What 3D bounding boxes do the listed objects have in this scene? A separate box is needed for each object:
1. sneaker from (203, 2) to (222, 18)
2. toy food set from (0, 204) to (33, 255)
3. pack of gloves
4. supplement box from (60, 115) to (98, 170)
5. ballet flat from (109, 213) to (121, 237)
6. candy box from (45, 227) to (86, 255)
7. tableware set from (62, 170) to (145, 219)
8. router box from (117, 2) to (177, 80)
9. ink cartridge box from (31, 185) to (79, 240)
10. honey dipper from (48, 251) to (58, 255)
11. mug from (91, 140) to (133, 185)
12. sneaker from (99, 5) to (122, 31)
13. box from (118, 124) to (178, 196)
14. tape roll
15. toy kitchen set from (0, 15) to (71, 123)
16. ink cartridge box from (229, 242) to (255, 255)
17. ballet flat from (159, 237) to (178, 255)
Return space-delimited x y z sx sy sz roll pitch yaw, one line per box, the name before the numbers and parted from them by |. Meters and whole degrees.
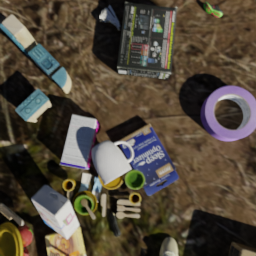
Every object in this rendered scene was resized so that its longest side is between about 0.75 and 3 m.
sneaker | 3.530 -4.940 11.666 0.907 0.348 0.380 38 62 4
toy food set | -3.842 4.171 9.775 1.662 0.923 2.825 8 90 38
pack of gloves | -1.438 2.255 10.553 0.808 0.190 0.962 12 81 1
supplement box | -1.781 0.557 10.440 0.961 0.941 1.860 10 81 2
ballet flat | -0.495 3.575 10.363 0.294 0.251 0.884 -23 77 38
candy box | -2.127 4.733 9.959 1.207 0.578 2.091 -13 81 -2
tableware set | -0.902 2.317 10.138 2.939 0.451 1.980 4 92 5
router box | 0.747 -3.425 11.103 2.083 0.864 2.780 7 82 1
ink cartridge box | -2.447 2.866 9.511 1.187 1.642 0.695 22 49 28
honey dipper | -2.056 4.524 9.423 1.345 0.255 0.255 25 82 -5
mug | -0.503 1.039 9.680 1.462 1.080 1.282 -29 82 -14
sneaker | -0.758 -4.384 11.533 0.708 0.464 1.230 -28 74 5
box | 0.789 1.210 10.606 1.442 0.386 2.380 -29 84 -6
tape roll | 3.879 -0.536 10.753 2.044 0.671 2.044 0 80 0
toy kitchen set | -3.919 -2.084 10.452 2.372 1.744 2.960 -45 83 -6
ink cartridge box | 4.835 5.571 9.568 2.886 1.084 2.378 16 82 2
ballet flat | 1.392 4.944 9.896 0.688 0.688 1.981 10 81 2
